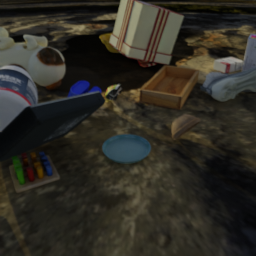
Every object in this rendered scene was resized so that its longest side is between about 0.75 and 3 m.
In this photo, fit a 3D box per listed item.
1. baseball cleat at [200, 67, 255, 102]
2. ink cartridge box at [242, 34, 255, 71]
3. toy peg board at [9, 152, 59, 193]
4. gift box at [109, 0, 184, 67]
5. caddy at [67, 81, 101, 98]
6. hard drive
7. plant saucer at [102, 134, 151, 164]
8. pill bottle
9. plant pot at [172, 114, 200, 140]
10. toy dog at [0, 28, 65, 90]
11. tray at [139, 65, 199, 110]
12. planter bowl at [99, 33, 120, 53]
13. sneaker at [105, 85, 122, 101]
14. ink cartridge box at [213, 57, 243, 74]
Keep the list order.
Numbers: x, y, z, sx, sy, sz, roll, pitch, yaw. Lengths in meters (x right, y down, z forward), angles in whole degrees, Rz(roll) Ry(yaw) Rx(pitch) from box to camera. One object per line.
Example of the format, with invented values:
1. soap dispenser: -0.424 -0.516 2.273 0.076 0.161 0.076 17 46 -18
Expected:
1. baseball cleat: 4.046 -1.855 10.527 2.992 1.043 1.592 -16 34 -27
2. ink cartridge box: 6.269 -3.056 12.046 2.308 1.574 0.881 16 39 24
3. toy peg board: -2.185 0.875 6.394 0.947 0.465 0.951 -16 34 -24
4. gift box: 0.539 -4.554 13.439 2.880 2.689 2.658 3 28 -25
5. caddy: -1.488 -0.974 9.378 0.962 0.714 1.361 28 33 2
6. hard drive: -1.787 -0.078 6.433 1.773 0.418 2.541 -35 -2 27
7. plant saucer: -0.041 0.557 7.239 1.246 0.171 1.246 -1 31 0
8. pill bottle: -3.483 -0.776 8.044 1.664 1.664 2.783 -7 31 -12
9. plant pot: 1.481 -0.085 7.575 0.886 0.886 0.409 -26 74 -37
10. toy dog: -3.851 -2.509 10.723 2.958 2.064 2.868 8 32 9
11. tray: 1.647 -1.621 10.632 1.472 0.553 2.985 12 33 20
12. planter bowl: -0.605 -4.694 15.635 1.939 0.808 1.939 -1 32 1
13. sneaker: -0.618 -1.274 10.232 0.483 0.418 1.070 2 24 24
14. ink cartridge box: 4.597 -2.887 12.892 1.060 0.439 0.778 -15 33 -24
